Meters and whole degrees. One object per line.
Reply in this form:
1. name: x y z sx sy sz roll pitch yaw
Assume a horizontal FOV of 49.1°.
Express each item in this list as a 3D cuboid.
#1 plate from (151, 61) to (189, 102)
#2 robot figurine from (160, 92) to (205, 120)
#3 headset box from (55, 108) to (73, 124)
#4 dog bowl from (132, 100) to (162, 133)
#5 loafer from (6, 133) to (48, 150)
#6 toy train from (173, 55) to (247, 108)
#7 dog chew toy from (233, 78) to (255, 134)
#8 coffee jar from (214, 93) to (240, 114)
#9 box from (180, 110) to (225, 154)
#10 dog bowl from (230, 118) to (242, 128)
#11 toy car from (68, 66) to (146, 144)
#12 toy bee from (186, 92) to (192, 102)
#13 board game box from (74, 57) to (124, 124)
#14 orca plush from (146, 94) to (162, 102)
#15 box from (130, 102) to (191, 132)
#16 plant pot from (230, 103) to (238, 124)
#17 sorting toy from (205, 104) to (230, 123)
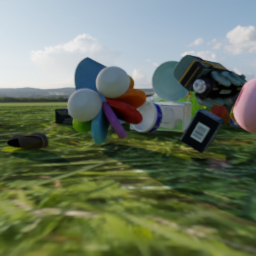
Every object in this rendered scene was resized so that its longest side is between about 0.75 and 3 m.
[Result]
1. plate: 1.581 -1.688 10.132 1.472 1.472 0.188 1 18 12
2. robot figurine: 2.217 -0.930 12.218 2.416 1.398 2.120 6 -16 24
3. headset box: -2.392 -0.553 12.460 1.315 0.663 1.769 0 6 -2
4. dog bowl: 0.558 -0.337 8.571 0.386 0.981 0.981 12 -4 -44
5. loafer: -2.143 0.327 5.933 0.983 0.359 0.349 -4 14 20
6. toy train: 2.802 -1.612 9.366 2.942 1.254 1.677 -9 51 -47
7. dog chew toy: 3.639 -0.309 6.454 2.188 1.362 1.362 24 12 14
8. coffee jar: 4.943 -1.101 13.966 1.186 1.450 2.780 2 5 5
9. box: 1.425 0.041 5.301 0.467 0.663 0.896 32 15 18
10. dog bowl: 4.676 -0.317 10.948 1.309 0.516 1.309 0 6 0
11. toy car: -0.383 -0.375 6.650 1.861 1.396 1.629 -39 -22 -6
12. toy bee: 2.479 -1.481 11.288 0.625 0.955 0.519 -25 -30 -4
13. board game box: -0.861 -1.545 11.113 2.919 2.306 0.568 29 44 18
14. orca plush: 0.300 -1.125 11.706 2.638 1.388 0.938 -36 33 22
15. box: 1.220 -0.477 10.130 1.906 0.922 1.682 3 10 19
16. plant pot: 4.315 -0.763 9.689 1.245 1.171 1.245 23 -14 6
17. sorting toy: 4.106 -0.566 13.129 1.025 1.032 2.977 28 3 -3
